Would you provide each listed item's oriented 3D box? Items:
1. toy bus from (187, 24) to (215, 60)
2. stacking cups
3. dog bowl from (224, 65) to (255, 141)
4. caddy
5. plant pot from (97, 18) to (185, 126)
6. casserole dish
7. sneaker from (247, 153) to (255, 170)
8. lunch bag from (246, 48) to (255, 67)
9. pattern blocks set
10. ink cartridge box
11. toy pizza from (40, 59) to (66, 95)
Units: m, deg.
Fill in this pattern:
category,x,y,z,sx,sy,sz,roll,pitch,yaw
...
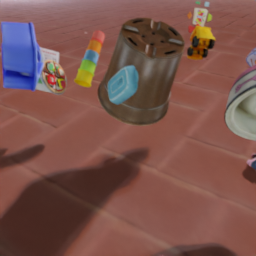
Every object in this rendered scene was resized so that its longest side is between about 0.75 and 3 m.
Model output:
category,x,y,z,sx,sy,sz,roll,pitch,yaw
toy bus,3.015,-3.752,12.010,0.884,1.303,1.251,1,62,-13
stacking cups,-1.560,-2.985,11.895,0.741,0.741,2.449,13,79,20
dog bowl,4.008,-0.725,7.543,2.736,2.736,1.009,5,57,7
caddy,-3.371,-2.303,9.034,1.274,1.716,2.427,-2,55,-24
plant pot,0.481,-1.970,9.436,2.728,2.701,2.728,8,50,-9
casserole dish,-0.139,-0.807,5.318,0.184,0.948,0.574,3,72,-34
sneaker,4.805,0.998,10.015,0.608,0.520,1.482,30,42,33
lunch bag,4.455,-2.217,8.611,0.549,1.453,1.165,-37,89,-30
pattern blocks set,3.191,-4.940,12.497,1.140,1.297,0.105,-8,23,-10
ink cartridge box,-3.539,-2.410,11.485,1.202,0.694,1.646,9,69,-28
toy pizza,-2.872,-2.027,11.029,0.231,1.459,1.459,-14,26,27
